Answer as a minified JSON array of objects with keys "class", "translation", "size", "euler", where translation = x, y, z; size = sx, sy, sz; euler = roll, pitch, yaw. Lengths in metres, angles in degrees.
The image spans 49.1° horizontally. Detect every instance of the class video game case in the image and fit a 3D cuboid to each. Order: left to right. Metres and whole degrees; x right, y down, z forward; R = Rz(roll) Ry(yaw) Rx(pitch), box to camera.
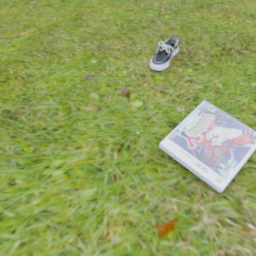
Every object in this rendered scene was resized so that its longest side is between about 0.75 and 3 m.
[{"class":"video game case","translation":[3.002,0.507,10.067],"size":[2.600,0.328,2.853],"euler":[37,61,23]}]

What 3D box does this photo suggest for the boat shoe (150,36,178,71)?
[{"class":"boat shoe","translation":[1.967,-3.985,14.681],"size":[1.008,0.932,2.729],"euler":[25,50,23]}]
